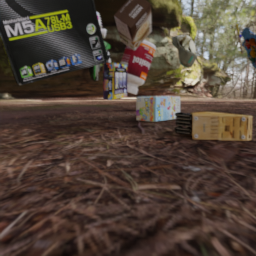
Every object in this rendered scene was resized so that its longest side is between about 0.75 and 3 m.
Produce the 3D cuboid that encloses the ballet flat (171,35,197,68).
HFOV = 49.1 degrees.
[{"bbox_3d":[2.397,-3.388,11.630,0.827,0.782,2.454,17,40,-18],"label":"ballet flat"}]

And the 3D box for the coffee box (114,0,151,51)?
[{"bbox_3d":[0.212,-3.546,9.580,0.717,1.029,1.799,40,-2,9],"label":"coffee box"}]

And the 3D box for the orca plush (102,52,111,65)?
[{"bbox_3d":[-0.894,-2.639,11.664,0.393,1.105,0.581,-13,-3,-1],"label":"orca plush"}]

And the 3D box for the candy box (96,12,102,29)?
[{"bbox_3d":[-1.328,-3.138,9.179,0.510,1.141,1.673,19,31,-22],"label":"candy box"}]

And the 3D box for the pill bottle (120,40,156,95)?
[{"bbox_3d":[0.285,-2.733,12.581,1.304,2.309,1.304,19,7,-2],"label":"pill bottle"}]

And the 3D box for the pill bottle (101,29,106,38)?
[{"bbox_3d":[-1.603,-4.719,13.652,1.024,0.575,0.575,14,6,-7],"label":"pill bottle"}]

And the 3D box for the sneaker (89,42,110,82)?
[{"bbox_3d":[-1.351,-3.230,13.642,0.858,2.015,0.786,11,10,-26],"label":"sneaker"}]

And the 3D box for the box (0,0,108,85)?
[{"bbox_3d":[-1.910,-2.481,6.889,2.414,2.332,0.574,-19,19,-21],"label":"box"}]

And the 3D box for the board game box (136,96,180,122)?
[{"bbox_3d":[1.533,-0.991,13.987,1.160,1.181,2.252,5,9,39],"label":"board game box"}]

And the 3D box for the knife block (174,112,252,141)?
[{"bbox_3d":[2.713,-0.143,9.372,2.354,0.753,2.067,1,9,13],"label":"knife block"}]

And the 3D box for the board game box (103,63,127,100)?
[{"bbox_3d":[-0.455,-1.712,10.310,0.439,1.280,1.549,5,10,16],"label":"board game box"}]

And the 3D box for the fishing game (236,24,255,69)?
[{"bbox_3d":[3.866,-2.302,8.693,0.365,1.681,2.348,-25,46,11],"label":"fishing game"}]
